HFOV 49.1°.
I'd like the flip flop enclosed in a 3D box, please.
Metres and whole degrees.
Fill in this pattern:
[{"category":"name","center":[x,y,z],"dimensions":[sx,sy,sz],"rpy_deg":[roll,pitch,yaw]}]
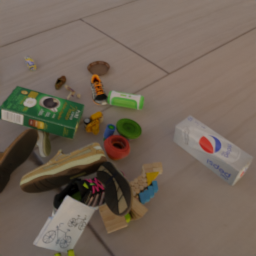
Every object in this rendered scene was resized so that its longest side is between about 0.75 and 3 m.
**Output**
[{"category":"flip flop","center":[-0.366,1.809,8.472],"dimensions":[0.883,0.627,2.177],"rpy_deg":[-41,33,-2]}]

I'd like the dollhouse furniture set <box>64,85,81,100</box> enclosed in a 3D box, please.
[{"category":"dollhouse furniture set","center":[-2.695,-1.502,12.798],"dimensions":[0.625,0.698,0.881],"rpy_deg":[-56,33,6]}]

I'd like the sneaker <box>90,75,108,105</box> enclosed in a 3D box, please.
[{"category":"sneaker","center":[-1.356,-1.692,12.562],"dimensions":[0.679,0.670,1.734],"rpy_deg":[-15,51,-16]}]

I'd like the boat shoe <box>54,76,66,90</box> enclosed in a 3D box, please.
[{"category":"boat shoe","center":[-3.191,-2.208,13.252],"dimensions":[0.347,0.328,0.965],"rpy_deg":[7,48,7]}]

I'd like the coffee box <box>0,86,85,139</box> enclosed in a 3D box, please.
[{"category":"coffee box","center":[-3.278,-0.620,10.940],"dimensions":[2.861,0.629,1.759],"rpy_deg":[15,36,-7]}]

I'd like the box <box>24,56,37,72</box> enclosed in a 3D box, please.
[{"category":"box","center":[-4.971,-3.272,14.231],"dimensions":[0.343,0.314,0.978],"rpy_deg":[-23,52,-19]}]

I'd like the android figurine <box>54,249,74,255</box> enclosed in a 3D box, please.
[{"category":"android figurine","center":[-1.654,3.975,7.593],"dimensions":[1.089,0.246,1.196],"rpy_deg":[-14,63,-10]}]

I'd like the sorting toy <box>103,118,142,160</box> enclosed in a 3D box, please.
[{"category":"sorting toy","center":[-0.364,0.480,10.620],"dimensions":[1.241,0.848,2.066],"rpy_deg":[30,41,6]}]

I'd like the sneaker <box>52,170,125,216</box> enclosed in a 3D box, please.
[{"category":"sneaker","center":[-1.222,2.001,8.855],"dimensions":[2.672,1.169,0.986],"rpy_deg":[-27,53,-22]}]

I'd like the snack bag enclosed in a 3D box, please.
[{"category":"snack bag","center":[-1.709,2.700,7.802],"dimensions":[0.161,1.422,1.508],"rpy_deg":[21,74,41]}]

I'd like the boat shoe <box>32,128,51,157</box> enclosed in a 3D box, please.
[{"category":"boat shoe","center":[-3.324,0.485,10.675],"dimensions":[0.568,0.621,1.662],"rpy_deg":[-16,45,-3]}]

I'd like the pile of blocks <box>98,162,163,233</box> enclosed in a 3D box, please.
[{"category":"pile of blocks","center":[0.230,2.257,8.938],"dimensions":[1.124,0.851,2.737],"rpy_deg":[42,67,17]}]

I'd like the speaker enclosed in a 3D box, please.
[{"category":"speaker","center":[-0.098,-1.192,12.086],"dimensions":[1.494,0.661,0.661],"rpy_deg":[10,49,8]}]

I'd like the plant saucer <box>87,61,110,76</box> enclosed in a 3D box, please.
[{"category":"plant saucer","center":[-1.476,-2.954,14.025],"dimensions":[1.146,0.197,1.146],"rpy_deg":[1,48,-1]}]

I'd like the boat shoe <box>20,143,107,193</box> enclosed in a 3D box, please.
[{"category":"boat shoe","center":[-2.219,1.277,9.517],"dimensions":[2.909,1.043,1.108],"rpy_deg":[-17,60,-14]}]

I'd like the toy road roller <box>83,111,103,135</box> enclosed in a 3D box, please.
[{"category":"toy road roller","center":[-1.303,-0.145,11.242],"dimensions":[0.936,0.575,0.683],"rpy_deg":[-34,68,-21]}]

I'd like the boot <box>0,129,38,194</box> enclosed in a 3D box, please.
[{"category":"boot","center":[-4.252,1.012,9.729],"dimensions":[1.016,0.991,2.692],"rpy_deg":[21,64,28]}]

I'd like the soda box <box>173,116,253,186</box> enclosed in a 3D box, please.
[{"category":"soda box","center":[2.961,0.754,10.148],"dimensions":[0.877,0.944,2.766],"rpy_deg":[-34,57,-27]}]
